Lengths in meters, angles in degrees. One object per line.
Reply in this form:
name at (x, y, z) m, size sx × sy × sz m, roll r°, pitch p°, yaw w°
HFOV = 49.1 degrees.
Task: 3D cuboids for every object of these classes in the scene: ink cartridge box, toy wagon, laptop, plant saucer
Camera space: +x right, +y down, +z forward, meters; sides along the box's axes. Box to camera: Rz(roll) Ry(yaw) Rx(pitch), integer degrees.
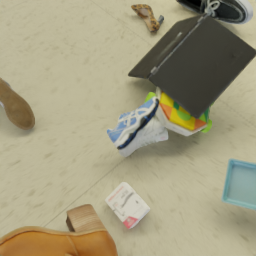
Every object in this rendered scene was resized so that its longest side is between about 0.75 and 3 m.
ink cartridge box at (-0.020, 1.760, 6.408) m, size 0.627 × 0.354 × 0.855 m, roll -46°, pitch 68°, yaw 1°
toy wagon at (1.484, -0.978, 7.463) m, size 1.826 × 0.466 × 2.354 m, roll 23°, pitch 64°, yaw -13°
laptop at (1.564, -1.723, 7.573) m, size 2.283 × 2.439 × 1.413 m, roll -47°, pitch 113°, yaw -4°
plant saucer at (3.423, 1.379, 5.679) m, size 2.801 × 0.266 × 0.979 m, roll 10°, pitch 82°, yaw 25°

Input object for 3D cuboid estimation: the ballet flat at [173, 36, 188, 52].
ballet flat at (1.439, -1.966, 8.361) m, size 0.755 × 0.838 × 2.225 m, roll 22°, pitch 63°, yaw 13°

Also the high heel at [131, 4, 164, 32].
high heel at (0.547, -3.783, 9.604) m, size 1.263 × 0.451 × 0.900 m, roll 26°, pitch 57°, yaw 4°

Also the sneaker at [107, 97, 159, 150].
sneaker at (0.124, -0.202, 6.572) m, size 1.513 × 0.573 × 0.583 m, roll -46°, pitch 73°, yaw -2°

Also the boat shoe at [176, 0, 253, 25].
boat shoe at (2.811, -4.166, 9.505) m, size 2.734 × 1.009 × 0.934 m, roll 40°, pitch 64°, yaw 20°

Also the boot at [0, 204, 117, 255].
boot at (-1.461, 2.944, 5.463) m, size 2.719 × 1.043 × 2.111 m, roll -16°, pitch 55°, yaw -24°

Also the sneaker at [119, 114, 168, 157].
sneaker at (0.541, 0.113, 7.189) m, size 0.927 × 0.727 × 1.865 m, roll 34°, pitch 65°, yaw 24°

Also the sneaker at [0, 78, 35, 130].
sneaker at (-3.253, -0.717, 7.746) m, size 0.639 × 0.988 × 1.822 m, roll -41°, pitch 103°, yaw -14°
